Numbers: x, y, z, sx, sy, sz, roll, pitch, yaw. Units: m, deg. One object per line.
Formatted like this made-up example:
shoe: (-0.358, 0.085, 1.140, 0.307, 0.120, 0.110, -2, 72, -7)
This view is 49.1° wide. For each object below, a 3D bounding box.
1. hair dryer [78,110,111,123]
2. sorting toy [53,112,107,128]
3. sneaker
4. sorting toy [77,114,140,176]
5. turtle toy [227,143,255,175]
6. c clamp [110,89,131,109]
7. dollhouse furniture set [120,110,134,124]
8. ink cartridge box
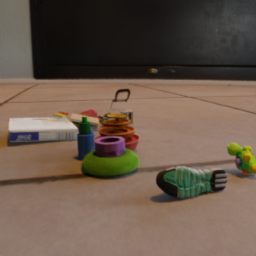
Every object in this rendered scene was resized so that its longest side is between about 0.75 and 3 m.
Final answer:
hair dryer: (-1.503, -0.521, 12.508, 1.714, 0.466, 1.306, -3, 14, -7)
sorting toy: (-1.798, -0.214, 10.996, 2.249, 0.380, 1.084, 11, 10, -11)
sneaker: (1.190, 1.064, 5.730, 1.637, 0.609, 0.717, 6, -1, -24)
sorting toy: (-0.543, 0.250, 7.510, 1.693, 1.157, 2.818, -1, 13, 3)
turtle toy: (2.709, 0.723, 6.582, 0.460, 0.910, 0.663, -34, -1, 29)
c clamp: (-0.386, -1.610, 15.236, 1.288, 1.100, 0.174, -4, -21, 41)
dollhouse furniture set: (-0.177, -0.495, 12.149, 0.563, 0.566, 0.803, -6, 15, -24)
ink cartridge box: (-3.098, 0.029, 10.020, 2.173, 0.479, 2.213, -2, 11, -22)
